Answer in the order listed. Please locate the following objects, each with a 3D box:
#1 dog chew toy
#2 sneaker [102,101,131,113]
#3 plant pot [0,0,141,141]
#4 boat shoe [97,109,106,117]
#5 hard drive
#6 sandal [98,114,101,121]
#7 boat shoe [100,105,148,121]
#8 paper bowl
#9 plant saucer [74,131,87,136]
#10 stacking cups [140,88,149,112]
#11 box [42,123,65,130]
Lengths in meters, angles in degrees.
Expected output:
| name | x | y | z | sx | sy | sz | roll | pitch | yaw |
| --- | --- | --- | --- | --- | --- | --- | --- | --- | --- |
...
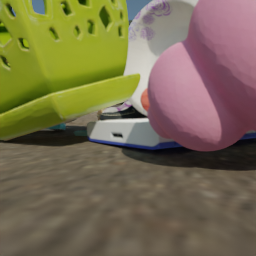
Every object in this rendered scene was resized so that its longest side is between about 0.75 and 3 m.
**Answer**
| name | x | y | z | sx | sy | sz | roll | pitch | yaw |
| --- | --- | --- | --- | --- | --- | --- | --- | --- | --- |
| dog chew toy | 1.250 | -0.703 | 2.189 | 2.646 | 1.648 | 1.648 | -35 | -13 | 26 |
| sneaker | -0.284 | -0.435 | 10.144 | 1.564 | 0.779 | 0.586 | -21 | 41 | -15 |
| plant pot | -1.299 | -1.104 | 4.447 | 2.328 | 2.112 | 2.316 | -13 | 9 | 37 |
| boat shoe | -1.345 | -0.825 | 15.332 | 0.475 | 0.464 | 1.257 | -3 | 5 | -34 |
| hard drive | 0.932 | 0.013 | 4.625 | 2.686 | 0.341 | 1.772 | -3 | 3 | -35 |
| sandal | 0.292 | -0.606 | 8.758 | 2.521 | 0.688 | 1.030 | -9 | -10 | -3 |
| boat shoe | 0.554 | -0.456 | 7.760 | 2.751 | 0.830 | 1.040 | -2 | 10 | -8 |
| paper bowl | 1.160 | -1.511 | 6.439 | 2.677 | 2.677 | 1.392 | 4 | 6 | 43 |
| plant saucer | -0.575 | 0.108 | 5.527 | 0.937 | 0.089 | 0.328 | 0 | 4 | 8 |
| stacking cups | 1.147 | -0.507 | 4.398 | 0.778 | 0.778 | 2.573 | -4 | 3 | -40 |
| box | -2.414 | -0.183 | 6.278 | 1.893 | 0.465 | 0.779 | 0 | -2 | -5 |
